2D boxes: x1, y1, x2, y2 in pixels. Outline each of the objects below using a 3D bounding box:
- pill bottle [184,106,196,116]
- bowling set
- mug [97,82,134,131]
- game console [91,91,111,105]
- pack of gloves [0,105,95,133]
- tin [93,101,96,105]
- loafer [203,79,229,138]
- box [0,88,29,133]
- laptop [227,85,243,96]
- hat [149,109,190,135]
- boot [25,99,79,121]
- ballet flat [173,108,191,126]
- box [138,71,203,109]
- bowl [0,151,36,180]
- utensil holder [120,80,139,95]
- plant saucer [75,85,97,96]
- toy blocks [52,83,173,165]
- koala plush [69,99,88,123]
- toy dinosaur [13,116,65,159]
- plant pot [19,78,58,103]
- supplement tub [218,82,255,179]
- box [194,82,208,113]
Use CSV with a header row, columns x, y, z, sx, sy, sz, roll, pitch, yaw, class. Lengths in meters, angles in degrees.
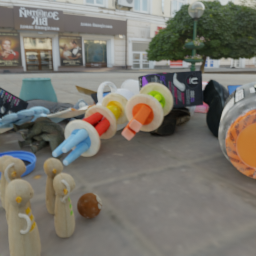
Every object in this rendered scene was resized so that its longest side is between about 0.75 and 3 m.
x,y,z,sx,sy,sz,roll,pitch,yaw,class
1.860,-1.004,11.200,1.582,0.860,0.860,22,13,-3,pill bottle
-1.083,0.844,3.928,1.365,1.053,1.961,-9,16,-30,bowling set
-0.532,-0.694,9.087,1.199,1.623,1.423,-3,22,34,mug
-0.414,-1.281,12.162,1.852,1.096,1.581,-15,-2,-35,game console
-2.788,-0.369,7.883,2.958,0.584,2.485,-15,-4,35,pack of gloves
-0.684,-1.311,14.043,2.557,0.535,1.432,13,23,41,tin
3.082,-0.622,9.044,0.937,0.943,2.591,19,44,-10,loafer
-4.412,-0.776,8.632,1.277,1.108,2.090,10,-16,34,box
4.495,-0.355,7.901,2.445,1.514,2.612,-3,14,-9,laptop
0.975,-0.179,8.691,2.001,0.807,2.001,8,0,0,hat
-2.721,-0.595,10.149,2.386,0.833,1.571,-8,14,-30,boot
0.990,-0.340,10.084,2.475,0.574,0.834,-3,36,13,ballet flat
1.447,-1.297,9.691,1.991,1.217,1.056,-5,8,-9,box
-2.476,0.780,5.854,1.062,0.208,1.062,0,18,0,bowl
0.527,-1.843,14.573,1.258,1.258,1.480,-11,19,-39,utensil holder
-1.786,-1.670,13.340,1.598,0.283,1.598,17,5,-2,plant saucer
-0.323,-0.073,6.652,2.242,0.977,2.689,-10,21,31,toy blocks
-1.495,-0.411,9.135,0.937,1.020,0.905,-1,13,-8,koala plush
-2.171,0.133,7.262,1.179,0.888,2.306,-27,23,-36,toy dinosaur
-3.680,-1.251,11.463,1.661,1.561,1.661,0,13,0,plant pot
2.867,-0.033,6.107,1.656,1.656,2.703,5,19,20,supplement tub
2.736,-1.549,13.260,2.682,1.270,1.376,11,17,37,box
